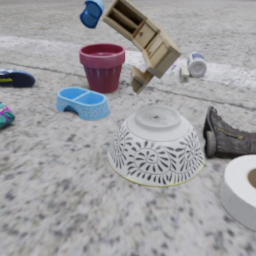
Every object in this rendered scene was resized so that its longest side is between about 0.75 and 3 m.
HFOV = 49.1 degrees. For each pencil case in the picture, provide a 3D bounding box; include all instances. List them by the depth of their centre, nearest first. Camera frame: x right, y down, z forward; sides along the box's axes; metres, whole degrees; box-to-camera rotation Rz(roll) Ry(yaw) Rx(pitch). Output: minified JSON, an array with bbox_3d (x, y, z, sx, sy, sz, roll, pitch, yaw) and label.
[{"bbox_3d":[-4.882,-0.163,9.512,0.813,0.883,1.910,45,46,6],"label":"pencil case"}]

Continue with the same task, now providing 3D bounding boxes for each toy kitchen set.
[{"bbox_3d":[0.036,-2.024,7.085,1.741,1.574,1.930,31,26,-23],"label":"toy kitchen set"}]

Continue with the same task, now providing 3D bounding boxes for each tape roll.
[{"bbox_3d":[3.359,1.570,6.852,2.093,0.732,2.093,0,32,0],"label":"tape roll"}]

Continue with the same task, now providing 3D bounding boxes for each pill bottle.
[{"bbox_3d":[3.547,-3.370,14.624,0.943,0.943,1.697,3,32,5],"label":"pill bottle"}]

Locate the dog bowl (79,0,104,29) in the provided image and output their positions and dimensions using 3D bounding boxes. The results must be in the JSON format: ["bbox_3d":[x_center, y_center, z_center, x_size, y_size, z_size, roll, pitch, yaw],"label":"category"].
[{"bbox_3d":[-1.470,-4.736,11.541,0.835,1.498,0.371,32,60,-11],"label":"dog bowl"}]

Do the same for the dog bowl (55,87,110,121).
[{"bbox_3d":[-1.845,-1.030,11.182,2.432,0.603,1.356,20,37,28],"label":"dog bowl"}]

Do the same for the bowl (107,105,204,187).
[{"bbox_3d":[0.843,0.220,8.404,2.995,1.406,2.995,-1,32,0],"label":"bowl"}]

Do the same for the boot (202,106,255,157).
[{"bbox_3d":[3.540,0.256,8.993,2.124,0.845,2.439,6,42,8],"label":"boot"}]

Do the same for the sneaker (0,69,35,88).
[{"bbox_3d":[-5.391,-2.406,13.224,2.210,0.817,0.909,5,30,6],"label":"sneaker"}]

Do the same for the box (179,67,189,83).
[{"bbox_3d":[2.782,-2.663,13.971,0.373,0.448,1.090,2,30,3],"label":"box"}]

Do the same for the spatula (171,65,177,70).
[{"bbox_3d":[2.478,-3.308,15.353,0.217,0.079,0.768,11,34,20],"label":"spatula"}]

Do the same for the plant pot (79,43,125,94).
[{"bbox_3d":[-1.134,-2.631,12.573,2.060,1.844,2.060,1,32,0],"label":"plant pot"}]
